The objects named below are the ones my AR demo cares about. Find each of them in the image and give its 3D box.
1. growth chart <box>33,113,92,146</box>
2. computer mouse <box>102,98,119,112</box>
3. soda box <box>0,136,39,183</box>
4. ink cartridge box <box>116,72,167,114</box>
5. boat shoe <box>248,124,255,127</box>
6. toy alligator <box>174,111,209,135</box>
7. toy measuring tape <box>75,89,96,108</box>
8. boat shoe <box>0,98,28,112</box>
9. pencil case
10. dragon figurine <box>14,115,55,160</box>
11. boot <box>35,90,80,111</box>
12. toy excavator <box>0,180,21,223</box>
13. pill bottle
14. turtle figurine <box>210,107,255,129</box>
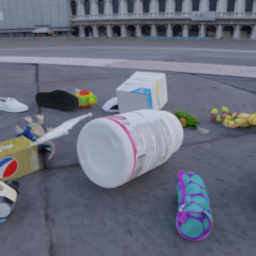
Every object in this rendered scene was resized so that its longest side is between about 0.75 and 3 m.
[{"bbox_3d":[-1.878,0.020,8.042,1.211,0.148,1.674,-18,15,23],"label":"growth chart"},{"bbox_3d":[0.058,-1.213,13.630,2.646,0.581,1.451,-6,23,-16],"label":"computer mouse"},{"bbox_3d":[-3.754,1.042,7.382,2.623,0.839,0.888,-19,29,-41],"label":"soda box"},{"bbox_3d":[0.655,-1.402,12.327,1.472,1.446,1.999,11,38,28],"label":"ink cartridge box"},{"bbox_3d":[5.412,-0.279,11.412,1.331,0.504,0.478,-13,26,-8],"label":"boat shoe"},{"bbox_3d":[2.449,-0.323,11.384,0.723,0.524,2.182,-14,25,-31],"label":"toy alligator"},{"bbox_3d":[-2.429,-1.571,14.225,0.918,0.918,2.495,-13,25,-31],"label":"toy measuring tape"},{"bbox_3d":[-5.653,-1.140,13.413,1.827,0.597,0.672,6,22,16],"label":"boat shoe"},{"bbox_3d":[1.376,1.609,6.062,0.752,0.692,1.627,43,20,-8],"label":"pencil case"},{"bbox_3d":[-2.894,0.449,9.043,0.753,1.273,2.560,-17,46,-40],"label":"dragon figurine"},{"bbox_3d":[-3.078,-1.553,14.092,2.626,1.017,1.816,13,19,27],"label":"boot"},{"bbox_3d":[-3.487,1.643,5.854,1.763,1.813,0.906,41,8,-21],"label":"toy excavator"},{"bbox_3d":[0.214,0.377,7.367,1.618,1.618,2.855,15,17,34],"label":"pill bottle"},{"bbox_3d":[4.495,-0.425,11.222,2.529,0.814,2.039,-24,20,-23],"label":"turtle figurine"}]
